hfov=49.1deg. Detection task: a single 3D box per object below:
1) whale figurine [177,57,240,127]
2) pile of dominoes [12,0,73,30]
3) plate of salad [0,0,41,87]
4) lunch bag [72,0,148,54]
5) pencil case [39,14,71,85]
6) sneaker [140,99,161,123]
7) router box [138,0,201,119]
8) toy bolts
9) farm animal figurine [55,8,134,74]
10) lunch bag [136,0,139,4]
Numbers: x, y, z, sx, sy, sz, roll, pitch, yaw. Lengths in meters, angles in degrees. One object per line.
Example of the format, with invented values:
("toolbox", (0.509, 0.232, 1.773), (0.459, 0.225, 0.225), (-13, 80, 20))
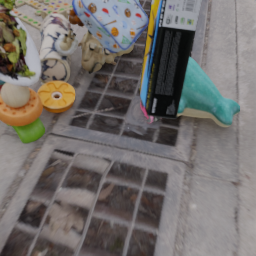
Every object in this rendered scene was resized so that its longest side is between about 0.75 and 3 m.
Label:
("whale figurine", (1.912, -1.154, 8.194), (2.843, 1.475, 2.262), (31, 46, 21))
("pile of dominoes", (-3.906, -5.524, 12.656), (2.999, 0.477, 2.337), (33, 57, 24))
("plate of salad", (-2.829, -2.221, 6.075), (0.685, 2.850, 2.850), (-28, 48, 16))
("lunch bag", (-0.275, -2.152, 5.261), (0.515, 1.363, 1.092), (5, 56, 54))
("pencil case", (-2.621, -2.749, 9.885), (1.133, 1.302, 2.912), (15, 45, -26))
("sneaker", (0.705, -0.602, 8.568), (0.500, 0.414, 1.048), (-8, 57, -15))
("router box", (0.780, -1.751, 5.956), (0.669, 2.619, 1.954), (6, 23, -6))
("toy bolts", (-2.975, -1.335, 7.999), (2.600, 1.803, 2.484), (39, 58, 18))
("farm animal figurine", (-1.078, -2.848, 9.722), (2.533, 1.321, 2.506), (23, 52, -16))
("lunch bag", (-0.594, -5.085, 11.826), (2.041, 1.300, 1.735), (-6, 46, 13))
